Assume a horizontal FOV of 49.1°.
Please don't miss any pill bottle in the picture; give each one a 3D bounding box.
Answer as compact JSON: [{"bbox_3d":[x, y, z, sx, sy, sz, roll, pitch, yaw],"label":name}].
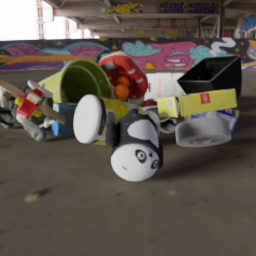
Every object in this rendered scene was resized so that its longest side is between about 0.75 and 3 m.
[{"bbox_3d":[-0.266,-0.105,8.032,2.285,1.306,1.306,9,7,-37],"label":"pill bottle"}]

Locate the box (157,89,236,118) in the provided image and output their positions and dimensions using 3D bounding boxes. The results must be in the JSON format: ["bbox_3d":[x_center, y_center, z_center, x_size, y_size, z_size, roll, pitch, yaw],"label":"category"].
[{"bbox_3d":[2.314,-0.820,9.277,2.625,0.658,0.988,-9,5,-27],"label":"box"}]

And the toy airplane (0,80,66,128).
[{"bbox_3d":[-2.877,-0.703,8.257,1.721,1.214,1.713,41,15,27],"label":"toy airplane"}]

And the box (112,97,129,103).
[{"bbox_3d":[-1.184,-1.038,12.953,2.422,0.849,0.779,7,17,25],"label":"box"}]

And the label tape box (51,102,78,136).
[{"bbox_3d":[-1.809,-0.289,9.522,1.454,1.049,0.460,0,10,-38],"label":"label tape box"}]

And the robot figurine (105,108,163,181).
[{"bbox_3d":[0.167,0.357,6.334,1.286,1.068,1.712,-2,48,4],"label":"robot figurine"}]

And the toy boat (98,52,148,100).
[{"bbox_3d":[-0.202,-1.855,11.534,1.565,1.567,2.398,-10,-33,35],"label":"toy boat"}]

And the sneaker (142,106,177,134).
[{"bbox_3d":[1.628,-0.442,10.496,2.016,0.766,1.456,-17,29,-25],"label":"sneaker"}]

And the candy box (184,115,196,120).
[{"bbox_3d":[2.924,-0.467,11.977,0.898,0.248,0.518,9,19,31],"label":"candy box"}]

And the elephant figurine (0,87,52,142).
[{"bbox_3d":[-3.504,-0.515,10.171,2.582,2.003,1.827,15,-16,14],"label":"elephant figurine"}]

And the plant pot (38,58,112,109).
[{"bbox_3d":[-2.420,-1.219,11.193,2.435,2.649,2.649,-3,10,39],"label":"plant pot"}]

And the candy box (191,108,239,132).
[{"bbox_3d":[3.406,-0.544,10.913,1.618,0.623,1.368,23,21,16],"label":"candy box"}]

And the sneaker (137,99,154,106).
[{"bbox_3d":[0.760,-0.990,12.885,1.118,0.451,0.417,-27,4,42],"label":"sneaker"}]

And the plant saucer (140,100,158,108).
[{"bbox_3d":[1.005,-0.832,12.303,1.084,0.199,1.082,4,-26,-34],"label":"plant saucer"}]

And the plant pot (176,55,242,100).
[{"bbox_3d":[4.081,-1.998,13.338,2.213,1.968,2.218,-40,26,-19],"label":"plant pot"}]

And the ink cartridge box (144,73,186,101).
[{"bbox_3d":[2.332,-2.120,15.236,2.732,1.591,0.922,4,3,16],"label":"ink cartridge box"}]

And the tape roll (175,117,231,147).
[{"bbox_3d":[2.107,0.153,7.938,1.505,0.497,1.505,-2,-17,-1],"label":"tape roll"}]
